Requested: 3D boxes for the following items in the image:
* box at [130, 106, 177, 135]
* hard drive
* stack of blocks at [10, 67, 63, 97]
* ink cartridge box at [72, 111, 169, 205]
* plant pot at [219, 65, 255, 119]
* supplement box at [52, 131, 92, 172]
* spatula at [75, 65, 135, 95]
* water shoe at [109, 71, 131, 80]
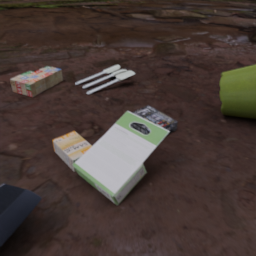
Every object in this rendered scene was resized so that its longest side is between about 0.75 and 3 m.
[{"bbox_3d":[0.851,-0.209,10.955,1.335,0.421,1.693,-25,40,-32],"label":"box"},{"bbox_3d":[-3.214,2.231,6.242,1.582,0.496,2.345,-1,38,43],"label":"hard drive"},{"bbox_3d":[-4.597,-2.429,14.249,1.313,0.668,2.280,16,36,24],"label":"stack of blocks"},{"bbox_3d":[-0.168,0.785,8.441,1.844,0.608,2.535,28,63,37],"label":"ink cartridge box"},{"bbox_3d":[5.137,-1.441,11.133,2.737,2.882,2.882,0,30,23],"label":"plant pot"},{"bbox_3d":[-1.797,0.749,9.365,0.893,0.521,1.417,-25,40,-32],"label":"supplement box"},{"bbox_3d":[-1.219,-2.552,14.471,2.747,0.221,1.910,-27,41,-21],"label":"spatula"},{"bbox_3d":[-0.435,-2.757,15.065,1.215,0.434,0.479,-1,36,15],"label":"water shoe"}]
